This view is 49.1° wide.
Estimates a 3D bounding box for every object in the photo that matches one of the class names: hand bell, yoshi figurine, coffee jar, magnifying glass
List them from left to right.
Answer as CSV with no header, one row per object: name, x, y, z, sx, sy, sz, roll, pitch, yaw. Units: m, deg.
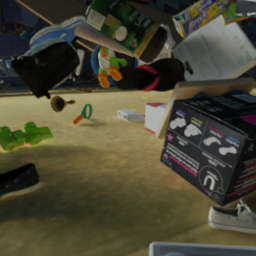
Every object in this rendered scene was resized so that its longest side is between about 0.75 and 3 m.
hand bell,-2.116,-0.853,9.593,0.553,0.553,1.061,5,10,20
magnifying glass,-2.133,-0.608,13.391,0.214,0.761,1.911,6,24,16
yoshi figurine,-0.562,-1.956,8.905,0.926,0.923,1.648,6,46,-16
coffee jar,0.010,-1.745,4.877,1.398,0.596,0.729,33,43,-6

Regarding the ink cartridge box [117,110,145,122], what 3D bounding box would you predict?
ink cartridge box,0.470,-0.677,14.134,1.662,0.393,1.330,-7,14,-23

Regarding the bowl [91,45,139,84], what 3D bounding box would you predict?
bowl,-0.442,-2.272,9.644,1.643,1.643,0.323,2,41,8

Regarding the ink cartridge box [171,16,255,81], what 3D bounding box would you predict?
ink cartridge box,3.223,-2.781,10.691,2.634,2.586,0.570,-35,-32,28

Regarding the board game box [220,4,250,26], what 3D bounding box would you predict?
board game box,3.733,-3.850,9.182,1.343,0.642,0.201,-16,-25,14

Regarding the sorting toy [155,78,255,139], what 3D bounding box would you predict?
sorting toy,2.329,-0.293,8.354,2.429,2.415,0.845,-6,56,-16

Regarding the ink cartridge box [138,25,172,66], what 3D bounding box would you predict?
ink cartridge box,0.833,-2.971,11.857,1.746,2.403,1.051,-7,53,-3

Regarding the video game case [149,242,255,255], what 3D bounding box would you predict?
video game case,1.656,1.948,2.355,2.963,0.346,2.694,1,12,4

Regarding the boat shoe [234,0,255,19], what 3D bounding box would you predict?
boat shoe,2.692,-2.280,5.403,0.627,0.500,1.659,-8,31,-12

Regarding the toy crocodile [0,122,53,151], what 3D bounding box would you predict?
toy crocodile,-3.513,0.331,9.077,2.166,0.669,0.731,-13,57,-40

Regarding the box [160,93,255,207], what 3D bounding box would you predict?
box,2.397,0.292,6.288,2.788,1.600,1.842,-8,29,-36

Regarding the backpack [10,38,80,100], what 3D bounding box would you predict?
backpack,-2.303,-1.851,8.050,1.737,1.450,1.100,-38,43,-9

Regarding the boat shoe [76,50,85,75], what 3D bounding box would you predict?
boat shoe,-2.139,-2.800,11.979,0.372,1.074,0.380,13,9,-5

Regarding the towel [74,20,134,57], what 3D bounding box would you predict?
towel,-0.384,-2.652,7.567,1.637,0.264,1.564,21,49,3

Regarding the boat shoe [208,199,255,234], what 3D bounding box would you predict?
boat shoe,1.861,1.405,4.567,1.054,0.449,0.389,3,13,12

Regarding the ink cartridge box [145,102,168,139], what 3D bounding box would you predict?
ink cartridge box,2.293,-0.383,11.062,2.728,1.130,1.988,-5,13,-21

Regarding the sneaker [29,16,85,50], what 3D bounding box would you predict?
sneaker,-2.363,-3.060,9.704,2.166,0.966,0.851,-22,11,0

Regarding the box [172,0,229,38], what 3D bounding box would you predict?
box,1.659,-2.601,6.383,1.208,0.423,0.388,-30,52,7

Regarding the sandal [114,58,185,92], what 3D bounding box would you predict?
sandal,0.467,-1.436,8.119,2.490,0.935,0.561,0,17,38

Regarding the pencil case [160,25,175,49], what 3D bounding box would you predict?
pencil case,1.327,-3.252,10.049,0.370,0.890,0.404,0,48,52

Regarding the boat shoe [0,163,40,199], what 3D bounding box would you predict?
boat shoe,-2.654,1.104,5.562,1.827,0.606,0.683,-9,15,-36
